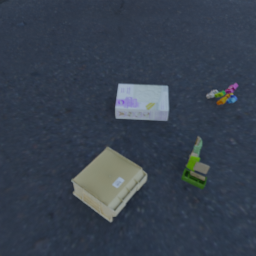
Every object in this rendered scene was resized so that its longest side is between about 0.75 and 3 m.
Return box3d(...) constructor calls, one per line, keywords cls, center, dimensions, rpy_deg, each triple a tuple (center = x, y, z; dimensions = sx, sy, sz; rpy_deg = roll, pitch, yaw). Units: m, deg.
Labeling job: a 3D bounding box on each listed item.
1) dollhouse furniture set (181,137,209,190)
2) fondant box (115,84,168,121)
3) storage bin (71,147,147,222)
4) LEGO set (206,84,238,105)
box3d(cls="dollhouse furniture set", center=(2.463, 1.142, 9.553), dimensions=(0.775, 1.011, 1.543), rpy_deg=(22, 31, 11))
box3d(cls="fondant box", center=(0.620, -1.143, 12.318), dimensions=(2.246, 0.654, 1.620), rpy_deg=(2, 48, 3))
box3d(cls="storage bin", center=(-0.596, 1.829, 9.302), dimensions=(1.812, 0.855, 1.825), rpy_deg=(29, 52, 25))
box3d(cls="LEGO set", center=(4.317, -1.468, 12.272), dimensions=(0.727, 1.772, 0.676), rpy_deg=(-40, 101, -14))
